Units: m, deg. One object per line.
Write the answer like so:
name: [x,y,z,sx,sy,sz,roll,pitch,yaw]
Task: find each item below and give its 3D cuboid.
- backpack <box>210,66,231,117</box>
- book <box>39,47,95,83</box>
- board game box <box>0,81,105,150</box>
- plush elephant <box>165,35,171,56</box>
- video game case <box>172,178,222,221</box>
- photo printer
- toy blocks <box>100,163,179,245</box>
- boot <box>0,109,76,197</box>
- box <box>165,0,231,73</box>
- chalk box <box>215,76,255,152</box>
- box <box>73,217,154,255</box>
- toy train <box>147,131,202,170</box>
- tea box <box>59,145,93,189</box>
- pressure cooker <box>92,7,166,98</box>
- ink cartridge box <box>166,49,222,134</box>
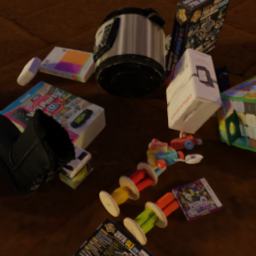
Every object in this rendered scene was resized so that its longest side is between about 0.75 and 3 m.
backpack: [2.940,-1.249,9.710,1.410,1.069,1.689,-10,50,8]
book: [-2.377,-2.579,11.321,2.029,0.488,1.355,17,54,15]
board game box: [-2.372,-0.235,8.960,2.658,0.854,1.961,24,52,21]
plush elephant: [1.676,-3.513,12.001,0.801,0.852,1.034,-14,0,36]
video game case: [1.829,1.896,7.492,1.008,0.180,0.913,-16,50,-14]
photo printer: [-3.762,-2.192,10.727,0.865,0.361,1.040,-31,36,32]
toy blocks: [0.560,1.729,7.269,2.033,0.738,1.694,-32,57,-29]
boot: [-2.611,0.308,7.072,1.006,2.227,2.718,-22,77,-51]
box: [2.719,-3.767,10.768,0.699,2.793,2.814,37,58,26]
chalk box: [3.663,-0.375,8.230,2.568,1.603,1.592,-24,21,-21]
box: [-0.316,2.979,6.408,1.485,0.366,1.186,31,54,25]
toy train: [1.274,0.496,7.784,1.649,0.611,2.196,-14,6,9]
tea box: [-1.472,1.092,7.780,0.554,0.816,0.830,28,54,22]
pressure cooker: [0.081,-2.701,9.761,2.434,2.472,2.767,0,67,7]
ink cartridge box: [1.955,-1.132,8.779,0.907,1.556,2.150,14,51,-15]
